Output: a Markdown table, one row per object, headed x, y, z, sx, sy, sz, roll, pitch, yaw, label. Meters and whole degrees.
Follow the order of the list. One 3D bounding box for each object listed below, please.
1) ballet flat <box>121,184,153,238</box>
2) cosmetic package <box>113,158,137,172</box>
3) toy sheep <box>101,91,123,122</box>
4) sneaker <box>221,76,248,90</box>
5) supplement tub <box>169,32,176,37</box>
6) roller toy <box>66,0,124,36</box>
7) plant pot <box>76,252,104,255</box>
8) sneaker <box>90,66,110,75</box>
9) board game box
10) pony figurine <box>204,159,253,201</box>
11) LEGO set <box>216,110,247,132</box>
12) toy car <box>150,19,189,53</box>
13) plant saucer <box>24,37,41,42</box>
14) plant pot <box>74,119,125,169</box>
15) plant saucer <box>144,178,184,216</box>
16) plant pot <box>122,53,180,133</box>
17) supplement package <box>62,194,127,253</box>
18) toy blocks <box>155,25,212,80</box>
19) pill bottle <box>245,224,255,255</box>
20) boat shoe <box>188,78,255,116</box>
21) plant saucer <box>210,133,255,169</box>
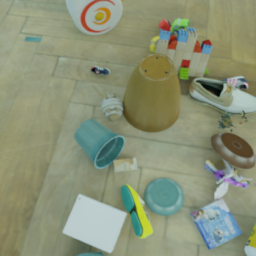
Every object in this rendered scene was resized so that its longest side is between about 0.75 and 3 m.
| x | y | z | sx | sy | sz | roll | pitch | yaw | label |
| --- | --- | --- | --- | --- | --- | --- | --- | --- | --- |
| 0.316 | 2.814 | 9.592 | 0.658 | 0.656 | 1.962 | 5 | 43 | -31 | ballet flat |
| -0.109 | 1.386 | 10.477 | 0.855 | 0.304 | 0.450 | -7 | 78 | -4 | cosmetic package |
| -0.655 | -0.889 | 11.363 | 0.984 | 0.984 | 1.427 | -5 | 68 | -3 | toy sheep |
| 4.410 | -1.764 | 12.048 | 1.582 | 0.555 | 0.649 | -17 | 60 | -8 | sneaker |
| 2.452 | -3.834 | 12.989 | 0.818 | 0.818 | 1.336 | -20 | 65 | -10 | supplement tub |
| -1.531 | -5.662 | 13.060 | 2.611 | 2.381 | 1.824 | -11 | 60 | -24 | roller toy |
| -1.223 | 4.380 | 8.536 | 1.136 | 1.209 | 1.209 | -14 | 62 | -24 | plant pot |
| -1.270 | -2.514 | 12.516 | 0.906 | 0.339 | 0.383 | 15 | 35 | 17 | sneaker |
| 2.987 | 3.264 | 9.554 | 1.260 | 0.275 | 1.266 | -21 | 64 | -12 | board game box |
| 3.449 | 1.715 | 9.998 | 1.460 | 1.260 | 1.513 | -23 | 49 | -18 | pony figurine |
| 4.037 | -0.263 | 11.093 | 1.318 | 0.373 | 0.856 | -1 | 91 | -9 | LEGO set |
| 1.899 | -4.533 | 12.850 | 0.476 | 2.007 | 2.133 | 38 | 61 | -29 | toy car |
| -4.661 | -4.334 | 13.678 | 0.807 | 0.077 | 0.282 | 3 | 62 | 2 | plant saucer |
| -1.140 | 0.490 | 10.447 | 1.483 | 1.483 | 1.452 | -41 | 62 | -19 | plant pot |
| 1.278 | 2.377 | 9.936 | 1.429 | 0.257 | 1.429 | -1 | 54 | 2 | plant saucer |
| 0.973 | -1.476 | 10.729 | 2.470 | 2.650 | 2.470 | 0 | 63 | 0 | plant pot |
| -1.045 | 3.092 | 9.137 | 1.651 | 0.915 | 1.286 | 20 | 74 | 8 | supplement package |
| 2.288 | -3.278 | 11.782 | 2.885 | 1.972 | 1.442 | 6 | 38 | -4 | toy blocks |
| 4.307 | 3.762 | 8.891 | 0.938 | 0.938 | 1.675 | 30 | 70 | 15 | pill bottle |
| 3.916 | -1.303 | 11.451 | 2.872 | 0.982 | 1.073 | 13 | 61 | 12 | boat shoe |
| 3.961 | 0.734 | 10.388 | 1.826 | 0.334 | 1.826 | 14 | 37 | -11 | plant saucer |
